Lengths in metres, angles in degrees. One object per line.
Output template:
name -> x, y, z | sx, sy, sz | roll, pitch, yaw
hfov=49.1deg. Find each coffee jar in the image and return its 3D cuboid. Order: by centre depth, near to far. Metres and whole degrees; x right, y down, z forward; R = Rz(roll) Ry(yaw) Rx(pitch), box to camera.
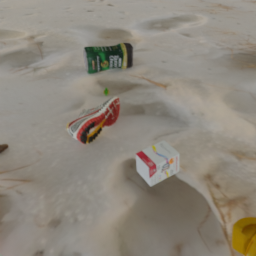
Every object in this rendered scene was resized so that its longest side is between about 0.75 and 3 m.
coffee jar -> -0.976, -3.621, 14.482 | 2.541, 1.325, 1.084 | -11, 41, -13

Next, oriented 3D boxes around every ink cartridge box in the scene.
ink cartridge box -> 0.915, 1.071, 8.642 | 1.118, 0.813, 0.809 | -24, 40, -21

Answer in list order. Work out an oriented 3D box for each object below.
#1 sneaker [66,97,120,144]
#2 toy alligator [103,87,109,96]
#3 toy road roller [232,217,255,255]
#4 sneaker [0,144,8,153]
sneaker -> -1.238, -0.491, 10.612 | 1.086, 1.029, 2.643 | 23, 42, 28
toy alligator -> -1.005, -1.753, 12.938 | 0.230, 0.211, 0.776 | 0, 37, 1
toy road roller -> 3.351, 2.565, 6.489 | 1.991, 1.224, 1.454 | -28, 34, -31
sneaker -> -4.474, 0.840, 9.541 | 0.850, 0.299, 0.321 | -23, 63, -24
